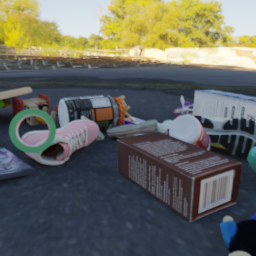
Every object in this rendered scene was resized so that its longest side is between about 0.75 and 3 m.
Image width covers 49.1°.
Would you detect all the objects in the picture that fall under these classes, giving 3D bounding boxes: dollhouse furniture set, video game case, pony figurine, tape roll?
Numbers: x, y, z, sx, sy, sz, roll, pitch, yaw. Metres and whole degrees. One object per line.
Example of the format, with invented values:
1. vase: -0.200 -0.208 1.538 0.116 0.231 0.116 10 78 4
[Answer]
1. dollhouse furniture set: -3.430 -0.536 11.149 2.487 1.011 1.338 23 26 38
2. video game case: -3.234 0.850 6.819 1.648 0.156 1.177 19 14 39
3. pony figurine: 2.628 -0.896 12.736 1.042 0.868 1.006 3 35 20
4. tape roll: -2.218 0.071 6.542 1.026 1.026 0.247 -4 2 -14

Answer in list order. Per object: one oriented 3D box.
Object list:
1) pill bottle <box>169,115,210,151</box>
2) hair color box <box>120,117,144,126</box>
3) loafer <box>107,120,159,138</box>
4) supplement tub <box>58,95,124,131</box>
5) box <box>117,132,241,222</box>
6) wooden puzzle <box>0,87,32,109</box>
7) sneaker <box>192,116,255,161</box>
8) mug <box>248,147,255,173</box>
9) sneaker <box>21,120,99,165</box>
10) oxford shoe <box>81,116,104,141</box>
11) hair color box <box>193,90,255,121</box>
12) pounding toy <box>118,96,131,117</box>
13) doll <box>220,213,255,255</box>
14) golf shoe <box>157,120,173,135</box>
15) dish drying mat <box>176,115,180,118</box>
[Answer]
1. pill bottle: 1.673 0.290 7.321 0.802 0.802 1.419 11 -16 34
2. hair color box: 0.206 -0.154 10.790 0.569 0.337 1.040 -12 17 -35
3. loafer: 0.156 0.168 9.248 1.740 0.547 0.626 -11 13 14
4. supplement tub: -1.315 -0.500 10.147 2.169 1.329 1.329 -8 17 -28
5. box: 0.910 0.860 5.990 1.271 0.951 2.538 -9 19 -30
6. wooden puzzle: -5.814 -0.865 11.643 2.938 0.680 2.722 -17 11 16
7. sneaker: 3.082 0.187 8.237 2.849 1.113 1.286 20 11 37
8. mug: 3.484 0.735 6.214 1.667 1.031 1.370 4 16 16
9. sneaker: -1.619 0.430 7.728 2.342 0.882 1.224 -13 24 -36
10. oxford shoe: -1.178 0.048 8.909 0.295 1.021 0.384 -35 23 12
11. hair color box: 3.466 -0.397 9.496 0.884 1.461 2.921 -5 17 -26
12. pounding toy: -0.498 -0.572 11.919 1.249 1.254 2.185 -27 4 6
13. doll: 2.064 1.609 4.056 2.003 0.485 1.367 -13 19 -39
14. golf shoe: 1.124 0.074 9.790 1.114 0.420 0.510 -15 53 -1
15. dish drying mat: 2.772 -0.405 12.067 1.318 0.120 0.506 6 14 19
